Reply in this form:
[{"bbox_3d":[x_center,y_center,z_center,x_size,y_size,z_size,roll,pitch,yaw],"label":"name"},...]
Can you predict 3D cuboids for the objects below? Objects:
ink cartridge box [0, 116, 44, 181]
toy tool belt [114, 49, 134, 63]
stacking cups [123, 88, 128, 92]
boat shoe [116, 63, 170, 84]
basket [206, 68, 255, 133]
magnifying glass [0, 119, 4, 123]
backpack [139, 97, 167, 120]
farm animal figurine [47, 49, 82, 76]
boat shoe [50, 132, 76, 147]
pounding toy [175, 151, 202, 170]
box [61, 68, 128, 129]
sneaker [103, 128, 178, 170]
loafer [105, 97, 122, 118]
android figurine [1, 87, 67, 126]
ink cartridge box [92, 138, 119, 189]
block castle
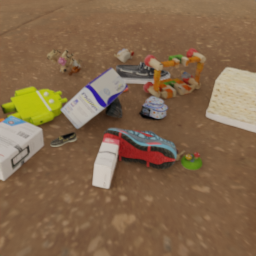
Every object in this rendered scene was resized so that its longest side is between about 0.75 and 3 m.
[{"bbox_3d":[-4.251,0.763,9.434,1.465,0.857,2.526,21,39,16],"label":"ink cartridge box"},{"bbox_3d":[-0.265,-4.515,17.114,0.751,0.763,1.223,27,42,21],"label":"toy tool belt"},{"bbox_3d":[-0.351,-1.808,13.761,0.797,0.241,0.241,-17,39,-30],"label":"stacking cups"},{"bbox_3d":[0.784,-2.944,14.680,2.874,0.974,1.031,1,35,2],"label":"boat shoe"},{"bbox_3d":[4.946,-1.170,11.499,2.864,1.767,1.941,20,40,24],"label":"basket"},{"bbox_3d":[-5.874,-0.146,11.450,1.536,0.172,0.611,-11,37,-17],"label":"magnifying glass"},{"bbox_3d":[1.160,-0.827,11.914,1.014,0.820,1.064,28,40,18],"label":"backpack"},{"bbox_3d":[-3.544,-3.581,15.356,1.828,0.953,1.808,38,27,-23],"label":"farm animal figurine"},{"bbox_3d":[-2.444,0.413,10.530,1.010,0.304,0.360,-18,39,-24],"label":"boat shoe"},{"bbox_3d":[2.104,1.002,9.591,0.717,0.431,0.929,-30,45,-35],"label":"pounding toy"},{"bbox_3d":[-1.330,-1.181,11.128,2.027,1.063,1.864,-33,11,38],"label":"box"},{"bbox_3d":[0.427,0.626,9.861,2.676,1.061,1.278,19,26,15],"label":"sneaker"},{"bbox_3d":[-0.581,-0.931,12.293,0.653,0.658,1.808,30,28,-16],"label":"loafer"},{"bbox_3d":[-3.984,-0.964,12.104,2.640,0.542,2.403,-21,48,-25],"label":"android figurine"},{"bbox_3d":[-0.696,1.108,8.936,0.570,0.978,1.343,10,36,1],"label":"ink cartridge box"},{"bbox_3d":[2.152,-2.654,13.479,2.862,1.912,1.343,-15,37,-22],"label":"block castle"}]
